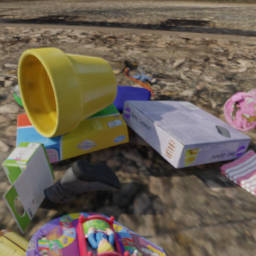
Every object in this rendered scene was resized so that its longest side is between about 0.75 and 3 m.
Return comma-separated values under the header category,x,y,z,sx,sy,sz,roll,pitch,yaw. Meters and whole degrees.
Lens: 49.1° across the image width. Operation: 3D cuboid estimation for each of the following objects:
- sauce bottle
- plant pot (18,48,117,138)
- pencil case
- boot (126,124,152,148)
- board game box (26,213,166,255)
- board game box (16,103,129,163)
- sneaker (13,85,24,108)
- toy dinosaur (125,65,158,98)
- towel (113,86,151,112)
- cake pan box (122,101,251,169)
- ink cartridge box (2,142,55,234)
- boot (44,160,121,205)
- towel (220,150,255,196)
category,x,y,z,sx,sy,sz,roll,pitch,yaw
sauce bottle,-1.400,2.339,4.374,2.125,0.701,0.701,18,35,29
plant pot,-1.466,-1.022,7.322,2.016,2.142,2.142,-19,35,-37
pencil case,3.690,-0.569,8.413,1.079,1.032,2.493,39,28,22
boot,0.382,0.080,8.480,1.146,0.550,1.567,-6,34,-18
board game box,-0.365,1.919,4.613,2.399,0.467,1.895,22,17,25
board game box,-1.683,0.002,8.158,2.892,0.583,2.213,-16,33,-12
sneaker,-3.066,-1.248,10.115,2.658,1.132,1.037,14,33,23
toy dinosaur,0.421,-1.866,10.638,1.277,0.739,1.407,0,66,25
towel,-0.245,-1.027,10.428,2.132,0.528,1.574,6,37,10
cake pan box,1.501,-0.012,7.838,2.534,0.720,2.751,-2,28,-35
ink cartridge box,-2.140,1.149,5.661,0.562,1.097,1.484,3,36,14
boot,-0.968,1.270,6.159,1.088,1.653,0.577,-40,51,15
towel,3.309,1.211,6.740,1.294,0.265,1.769,-20,36,-30
